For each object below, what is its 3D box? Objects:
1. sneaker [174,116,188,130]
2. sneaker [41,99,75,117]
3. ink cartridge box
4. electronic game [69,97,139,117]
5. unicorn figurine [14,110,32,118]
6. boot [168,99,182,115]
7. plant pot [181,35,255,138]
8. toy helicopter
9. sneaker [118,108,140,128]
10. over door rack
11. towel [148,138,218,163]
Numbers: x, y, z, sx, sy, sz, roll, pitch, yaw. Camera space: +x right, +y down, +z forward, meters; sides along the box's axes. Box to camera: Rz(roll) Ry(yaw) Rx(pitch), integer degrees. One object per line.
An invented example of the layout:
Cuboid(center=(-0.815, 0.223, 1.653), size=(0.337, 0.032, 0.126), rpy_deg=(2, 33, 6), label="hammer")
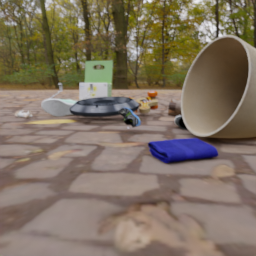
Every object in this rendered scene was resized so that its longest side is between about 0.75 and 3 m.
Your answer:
Cuboid(center=(2.238, -0.187, 9.022), size=(1.481, 0.524, 0.734), rpy_deg=(-4, 11, 11), label="sneaker")
Cuboid(center=(-3.054, -0.950, 12.645), size=(2.017, 0.742, 1.189), rpy_deg=(5, 10, -37), label="sneaker")
Cuboid(center=(-1.937, -2.644, 16.753), size=(1.993, 2.738, 0.657), rpy_deg=(5, 7, 25), label="ink cartridge box")
Cuboid(center=(-0.933, -0.815, 11.084), size=(2.726, 0.567, 2.726), rpy_deg=(-3, 14, 1), label="electronic game")
Cuboid(center=(-4.362, -0.568, 11.863), size=(0.944, 0.349, 0.648), rpy_deg=(-13, 17, 11), label="unicorn figurine")
Cuboid(center=(2.562, -0.814, 12.449), size=(1.505, 0.723, 2.058), rpy_deg=(11, 6, 8), label="boot")
Cuboid(center=(3.343, -0.777, 7.624), size=(2.789, 2.612, 2.612), rpy_deg=(13, 5, -21), label="plant pot")
Cuboid(center=(0.636, -1.009, 12.061), size=(1.298, 0.774, 1.963), rpy_deg=(-1, 20, 6), label="toy helicopter")
Cuboid(center=(-0.013, -0.313, 8.364), size=(0.379, 0.324, 0.914), rpy_deg=(-25, 47, -28), label="sneaker")
Cuboid(center=(-3.027, -1.487, 14.728), size=(2.012, 0.907, 2.723), rpy_deg=(1, 31, 6), label="over door rack")
Cuboid(center=(1.103, 0.480, 5.726), size=(1.198, 0.297, 0.885), rpy_deg=(-4, 17, -21), label="towel")
